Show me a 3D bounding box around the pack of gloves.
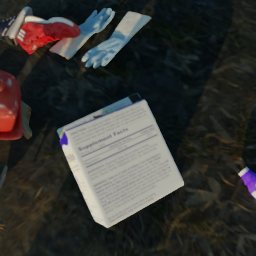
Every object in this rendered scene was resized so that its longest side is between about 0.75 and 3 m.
[{"bbox_3d":[-0.883,-2.943,9.322,2.262,0.531,2.693,27,66,31],"label":"pack of gloves"}]

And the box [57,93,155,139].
[{"bbox_3d":[-0.563,0.042,7.552,2.426,0.596,0.998,-26,65,-13],"label":"box"}]

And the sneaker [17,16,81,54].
[{"bbox_3d":[-2.622,-2.853,9.039,2.167,0.849,1.252,12,71,25],"label":"sneaker"}]

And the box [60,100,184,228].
[{"bbox_3d":[-0.188,0.758,6.337,1.971,1.125,2.144,-23,87,-22],"label":"box"}]

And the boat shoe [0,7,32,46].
[{"bbox_3d":[-3.886,-3.555,9.464,0.742,0.597,1.599,16,64,0],"label":"boat shoe"}]

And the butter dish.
[{"bbox_3d":[-3.253,-0.759,6.520,1.809,1.341,1.814,5,65,-37],"label":"butter dish"}]

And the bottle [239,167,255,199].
[{"bbox_3d":[3.251,1.497,6.898,0.488,0.381,1.168,-32,67,-15],"label":"bottle"}]

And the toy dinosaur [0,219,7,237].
[{"bbox_3d":[-3.066,2.341,5.737,0.694,1.095,1.616,11,58,3],"label":"toy dinosaur"}]

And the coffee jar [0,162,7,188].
[{"bbox_3d":[-3.703,1.073,6.781,1.330,0.568,0.694,14,40,-13],"label":"coffee jar"}]

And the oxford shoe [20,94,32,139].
[{"bbox_3d":[-2.958,-0.385,7.816,0.586,0.552,1.567,-27,66,-17],"label":"oxford shoe"}]
